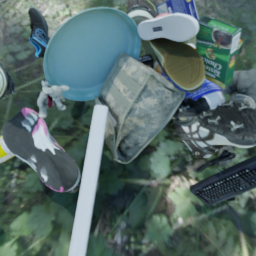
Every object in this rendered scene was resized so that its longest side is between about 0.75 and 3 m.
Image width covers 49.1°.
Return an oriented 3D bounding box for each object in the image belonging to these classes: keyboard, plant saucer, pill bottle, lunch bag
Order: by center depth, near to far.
[{"bbox_3d":[2.240,1.149,6.502,1.271,2.001,0.206,43,38,-10],"label":"keyboard"},{"bbox_3d":[-0.903,-1.857,7.258,2.687,2.687,0.368,-26,55,-13],"label":"plant saucer"},{"bbox_3d":[-0.007,-0.493,7.456,1.423,2.421,1.986,22,19,-30],"label":"lunch bag"},{"bbox_3d":[-3.293,0.461,7.938,1.272,0.663,0.663,-27,64,11],"label":"pill bottle"},{"bbox_3d":[1.942,-1.039,8.408,1.481,1.481,2.644,-21,74,-11],"label":"pill bottle"}]

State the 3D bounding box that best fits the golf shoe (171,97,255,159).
[{"bbox_3d":[2.039,0.126,6.500,1.150,2.958,1.398,-22,108,-11],"label":"golf shoe"}]

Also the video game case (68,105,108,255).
[{"bbox_3d":[-0.907,1.360,6.434,0.324,2.683,2.943,10,66,-5],"label":"video game case"}]

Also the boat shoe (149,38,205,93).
[{"bbox_3d":[1.272,-1.664,7.181,0.885,0.814,2.477,-28,49,4],"label":"boat shoe"}]

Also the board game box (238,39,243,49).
[{"bbox_3d":[2.956,-2.530,9.949,1.288,0.288,2.458,32,67,13],"label":"board game box"}]

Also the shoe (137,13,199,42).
[{"bbox_3d":[1.077,-2.488,6.744,1.712,0.612,0.779,14,41,44],"label":"shoe"}]

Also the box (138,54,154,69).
[{"bbox_3d":[0.163,-1.646,8.867,1.266,1.256,0.315,-17,58,-8],"label":"box"}]

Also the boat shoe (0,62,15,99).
[{"bbox_3d":[-3.205,-1.145,6.842,0.751,2.413,0.900,-30,100,-28],"label":"boat shoe"}]

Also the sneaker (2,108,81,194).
[{"bbox_3d":[-2.121,0.700,7.005,1.086,1.168,2.705,-36,64,-13],"label":"sneaker"}]

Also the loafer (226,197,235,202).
[{"bbox_3d":[2.450,1.555,7.132,0.310,0.851,0.308,-21,40,28],"label":"loafer"}]

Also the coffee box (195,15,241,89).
[{"bbox_3d":[2.060,-1.747,6.627,0.349,1.585,0.975,-41,58,-19],"label":"coffee box"}]

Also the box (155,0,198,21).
[{"bbox_3d":[1.473,-3.402,8.728,0.320,1.975,1.196,-27,106,-28],"label":"box"}]

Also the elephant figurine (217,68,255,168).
[{"bbox_3d":[3.320,-0.267,7.478,1.726,1.893,2.440,2,69,17],"label":"elephant figurine"}]

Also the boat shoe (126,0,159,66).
[{"bbox_3d":[0.805,-2.857,8.658,1.049,2.942,0.886,-12,68,23],"label":"boat shoe"}]

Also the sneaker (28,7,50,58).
[{"bbox_3d":[-2.397,-2.515,7.439,0.533,1.301,0.476,-30,22,-30],"label":"sneaker"}]

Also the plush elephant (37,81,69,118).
[{"bbox_3d":[-1.758,-0.725,6.629,0.720,0.677,0.874,-20,103,-38],"label":"plush elephant"}]
